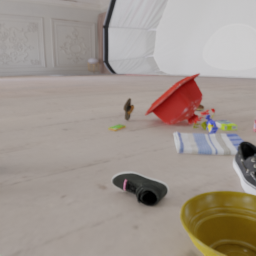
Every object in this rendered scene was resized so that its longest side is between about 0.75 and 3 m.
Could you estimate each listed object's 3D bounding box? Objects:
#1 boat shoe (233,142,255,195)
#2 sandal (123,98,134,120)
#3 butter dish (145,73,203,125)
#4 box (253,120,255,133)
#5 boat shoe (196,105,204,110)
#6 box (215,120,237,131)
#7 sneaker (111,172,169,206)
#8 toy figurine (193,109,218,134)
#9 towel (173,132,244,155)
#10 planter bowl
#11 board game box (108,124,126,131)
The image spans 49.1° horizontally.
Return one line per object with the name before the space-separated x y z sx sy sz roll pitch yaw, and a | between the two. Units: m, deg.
boat shoe | 3.582 1.077 7.620 0.997 0.944 2.850 2 15 8
sandal | 0.080 -0.906 14.330 0.441 1.614 0.660 21 55 15
butter dish | 2.710 -1.112 14.085 2.795 2.072 2.803 -40 -4 35
box | 6.274 -0.054 12.719 1.004 0.500 0.479 3 15 12
boat shoe | 4.119 -1.494 17.889 0.645 0.605 1.791 -8 17 -28
box | 4.654 -0.143 13.517 0.690 0.270 1.131 -2 16 -11
sneaker | 0.200 1.484 6.889 1.499 0.530 0.743 10 12 18
toy figurine | 3.527 0.001 12.399 0.883 1.003 1.674 -13 -26 -7
towel | 3.121 0.572 10.749 2.703 0.322 1.985 2 16 6
planter bowl | 1.894 1.913 4.672 2.080 0.866 2.080 0 16 0
board game box | -0.504 -0.016 13.315 0.428 0.134 0.897 11 21 33
